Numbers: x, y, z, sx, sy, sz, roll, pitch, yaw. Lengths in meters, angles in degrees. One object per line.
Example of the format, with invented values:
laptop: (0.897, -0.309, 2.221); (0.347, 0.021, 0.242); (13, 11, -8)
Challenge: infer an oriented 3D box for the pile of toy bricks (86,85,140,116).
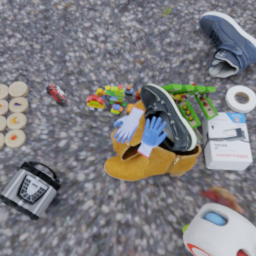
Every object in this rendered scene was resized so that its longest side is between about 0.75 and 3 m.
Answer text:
pile of toy bricks: (-0.351, -1.123, 9.752); (2.075, 1.025, 1.151); (9, 62, 5)

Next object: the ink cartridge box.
ink cartridge box: (3.160, 0.419, 9.088); (1.257, 0.732, 1.739); (2, 62, 1)

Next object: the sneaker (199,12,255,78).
sneaker: (3.459, -3.208, 10.823); (2.106, 1.108, 2.915); (-38, 69, -21)

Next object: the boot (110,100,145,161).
boot: (0.345, 0.043, 8.364); (1.964, 0.691, 1.406); (-45, 34, 4)

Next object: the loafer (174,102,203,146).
loafer: (2.031, -0.231, 9.460); (0.645, 0.696, 1.851); (-24, 64, -8)

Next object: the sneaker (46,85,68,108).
sneaker: (-2.196, -1.051, 9.089); (0.524, 0.379, 1.072); (-17, 50, -44)

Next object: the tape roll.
tape roll: (4.095, -1.042, 10.180); (1.086, 0.198, 1.086); (0, 62, 1)

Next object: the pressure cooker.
pressure cooker: (-2.756, 1.730, 8.075); (1.320, 1.300, 1.478); (16, 60, 29)

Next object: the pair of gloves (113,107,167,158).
pair of gloves: (0.245, 0.059, 6.238); (1.165, 0.133, 0.937); (29, 84, 15)

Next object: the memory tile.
memory tile: (-4.577, -0.426, 9.834); (2.077, 0.227, 2.710); (-6, 62, -4)

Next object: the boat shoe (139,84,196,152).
boat shoe: (0.808, -0.278, 7.310); (0.750, 0.845, 2.261); (-14, 62, -32)

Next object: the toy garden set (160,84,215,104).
toy garden set: (1.466, -0.969, 8.441); (1.802, 1.502, 0.360); (-3, 88, -36)

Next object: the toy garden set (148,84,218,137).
toy garden set: (1.537, -0.676, 9.243); (2.178, 0.435, 1.815); (-29, 56, 13)

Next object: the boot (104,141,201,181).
boot: (0.602, 0.825, 8.177); (2.727, 1.952, 0.959); (2, 61, 1)

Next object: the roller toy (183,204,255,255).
roller toy: (2.462, 2.886, 7.182); (1.912, 1.744, 1.336); (36, 67, 18)
